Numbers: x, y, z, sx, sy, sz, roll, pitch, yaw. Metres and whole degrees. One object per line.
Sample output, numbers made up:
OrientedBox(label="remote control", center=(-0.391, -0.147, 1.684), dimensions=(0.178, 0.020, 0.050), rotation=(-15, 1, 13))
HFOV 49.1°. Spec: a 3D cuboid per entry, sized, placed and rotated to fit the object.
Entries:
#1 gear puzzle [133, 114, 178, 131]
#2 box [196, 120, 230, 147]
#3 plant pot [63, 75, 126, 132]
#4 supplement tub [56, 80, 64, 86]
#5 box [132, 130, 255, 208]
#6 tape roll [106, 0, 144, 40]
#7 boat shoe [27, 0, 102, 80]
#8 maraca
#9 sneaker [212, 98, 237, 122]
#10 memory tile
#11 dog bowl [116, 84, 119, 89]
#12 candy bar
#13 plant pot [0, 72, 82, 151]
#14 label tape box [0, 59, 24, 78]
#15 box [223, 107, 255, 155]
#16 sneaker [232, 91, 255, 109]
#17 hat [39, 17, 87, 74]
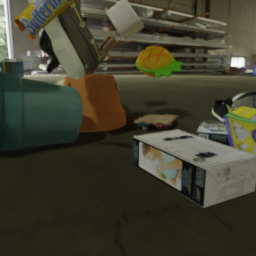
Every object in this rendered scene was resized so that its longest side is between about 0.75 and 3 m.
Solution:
OrientedBox(label="gear puzzle", center=(1.062, -0.230, 9.699), dimensions=(1.228, 0.310, 2.371), rotation=(3, 11, 19))
OrientedBox(label="box", center=(3.001, 0.202, 7.487), dimensions=(2.177, 0.410, 1.487), rotation=(5, 14, 19))
OrientedBox(label="plant pot", center=(-1.290, -0.940, 9.585), dimensions=(2.396, 1.677, 2.396), rotation=(-1, 13, 0))
OrientedBox(label="supplement tub", center=(-3.308, -1.949, 14.863), dimensions=(1.171, 1.171, 1.615), rotation=(-7, 15, -26))
OrientedBox(label="box", center=(1.121, 0.616, 5.270), dimensions=(1.243, 0.641, 2.131), rotation=(-8, 16, -29))
OrientedBox(label="tape roll", center=(-0.105, -4.262, 11.007), dimensions=(0.918, 1.337, 1.337), rotation=(-32, 6, 15))
OrientedBox(label="boat shoe", center=(-1.498, -2.600, 6.347), dimensions=(0.894, 2.991, 1.069), rotation=(-38, 34, -25))
OrientedBox(label="maraca", center=(1.062, -2.261, 9.877), dimensions=(1.325, 1.034, 1.933), rotation=(-30, 42, -14))
OrientedBox(label="sneaker", center=(3.569, -0.642, 10.123), dimensions=(0.720, 0.831, 2.008), rotation=(-3, 14, -12))
OrientedBox(label="memory tile", center=(-0.889, -2.230, 8.790), dimensions=(0.170, 1.548, 2.019), rotation=(40, 13, -6))
OrientedBox(label="dog bowl", center=(-1.215, -1.489, 12.839), dimensions=(1.706, 0.629, 1.706), rotation=(-10, -16, -3))
OrientedBox(label="candy bar", center=(-1.167, -1.957, 4.361), dimensions=(1.988, 0.496, 0.220), rotation=(-16, 39, 41))
OrientedBox(label="plant pot", center=(-2.313, -0.369, 7.071), dimensions=(1.951, 1.992, 1.992), rotation=(1, 11, -31))
OrientedBox(label="label tape box", center=(-3.880, -1.956, 9.196), dimensions=(0.826, 0.596, 0.262), rotation=(-8, 43, -26))
OrientedBox(label="box", center=(2.535, 0.487, 4.358), dimensions=(0.537, 1.302, 2.219), rotation=(-27, 21, -18))
OrientedBox(label="sneaker", center=(4.901, -0.881, 11.205), dimensions=(2.771, 1.032, 1.207), rotation=(2, 1, -40))
OrientedBox(label="hat", center=(-2.437, -3.077, 9.656), dimensions=(0.963, 2.388, 2.388), rotation=(36, 11, -8))
